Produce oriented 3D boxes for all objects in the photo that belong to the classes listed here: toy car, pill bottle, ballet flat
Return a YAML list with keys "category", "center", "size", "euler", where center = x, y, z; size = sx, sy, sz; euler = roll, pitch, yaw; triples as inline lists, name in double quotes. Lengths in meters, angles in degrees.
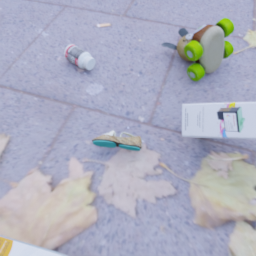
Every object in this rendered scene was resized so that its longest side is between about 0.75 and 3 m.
- category: "toy car"
  center: [2.909, -3.822, 12.656]
  size: [2.280, 2.190, 2.776]
  euler: [-38, 49, -14]
- category: "pill bottle"
  center: [-2.197, -3.201, 12.828]
  size: [1.414, 0.783, 0.783]
  euler: [33, 59, 24]
- category: "ballet flat"
  center: [-0.368, 0.427, 9.963]
  size: [1.797, 0.634, 0.587]
  euler: [9, 65, 3]

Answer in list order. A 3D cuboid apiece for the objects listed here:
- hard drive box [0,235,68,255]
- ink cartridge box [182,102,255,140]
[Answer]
- category: "hard drive box"
  center: [-2.539, 4.097, 7.082]
  size: [2.534, 0.973, 1.975]
  euler: [12, 54, 9]
- category: "ink cartridge box"
  center: [3.352, -0.242, 9.178]
  size: [2.686, 1.945, 1.128]
  euler: [1, 92, 30]
